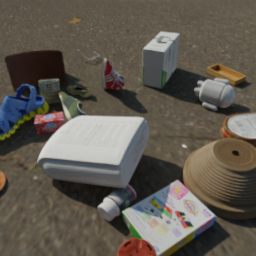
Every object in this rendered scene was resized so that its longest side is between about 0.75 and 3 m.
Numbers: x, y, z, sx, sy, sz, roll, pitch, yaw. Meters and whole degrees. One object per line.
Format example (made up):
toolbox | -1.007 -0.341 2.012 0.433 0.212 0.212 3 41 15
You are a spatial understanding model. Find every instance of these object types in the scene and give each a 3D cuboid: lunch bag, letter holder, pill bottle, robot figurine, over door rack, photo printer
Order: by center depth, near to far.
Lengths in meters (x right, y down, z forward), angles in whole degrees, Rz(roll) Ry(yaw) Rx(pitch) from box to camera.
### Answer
pill bottle | -0.289 1.937 7.299 0.551 0.551 0.968 28 47 31
photo printer | -1.061 0.580 8.344 2.892 1.004 2.406 2 35 22
robot figurine | 3.495 -1.354 11.137 1.636 0.924 1.388 24 83 26
lunch bag | -3.137 -1.499 11.293 0.799 0.974 0.573 -7 39 -10
letter holder | -4.028 -2.793 12.371 2.338 1.662 1.176 -9 39 -11
over door rack | -2.025 -3.770 14.597 1.037 0.345 0.766 40 51 13

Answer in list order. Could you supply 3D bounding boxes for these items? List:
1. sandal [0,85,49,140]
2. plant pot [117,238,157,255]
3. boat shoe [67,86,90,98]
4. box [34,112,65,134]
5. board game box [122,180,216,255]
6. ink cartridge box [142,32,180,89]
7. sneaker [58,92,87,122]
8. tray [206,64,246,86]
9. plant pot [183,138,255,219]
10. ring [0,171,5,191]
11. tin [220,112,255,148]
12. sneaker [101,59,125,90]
sandal | -4.186 -0.623 9.990 1.151 1.260 2.895 23 45 23
plant pot | 0.163 2.878 5.723 1.061 1.032 1.061 0 38 0
boat shoe | -2.120 -1.622 11.928 1.195 0.376 0.436 24 44 27
box | -2.794 -0.179 10.013 1.021 0.487 0.509 -9 39 -11
board game box | 1.000 2.263 7.019 1.873 0.378 1.433 -22 43 -25
ink cartridge box | 1.522 -3.136 12.764 0.995 1.728 2.368 14 39 20
sneaker | -2.083 -0.818 10.678 0.789 0.589 1.757 -20 49 -9
tray | 4.562 -2.498 13.111 0.797 0.299 1.615 -25 44 -28
plant pot | 2.873 1.130 7.825 2.556 1.180 2.556 -1 39 1
ring | -4.163 1.653 8.014 1.248 0.120 1.248 0 39 0
tin | 4.617 0.055 9.728 2.736 0.573 1.532 -6 43 -8
sneaker | -0.608 -2.182 11.658 0.970 1.725 0.615 11 64 3
